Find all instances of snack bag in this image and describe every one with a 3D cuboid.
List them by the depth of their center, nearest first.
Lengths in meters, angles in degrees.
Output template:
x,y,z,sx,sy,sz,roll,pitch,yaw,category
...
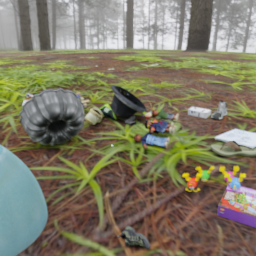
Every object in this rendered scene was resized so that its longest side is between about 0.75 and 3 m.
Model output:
x,y,z,sx,sy,sz,roll,pitch,yaw,category
4.810,0.444,11.677,1.641,0.186,1.740,-15,20,-37,snack bag

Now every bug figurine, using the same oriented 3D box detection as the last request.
x,y,z,sx,sy,sz,roll,pitch,yaw,category
2.619,1.541,8.424,1.779,0.458,1.380,-5,8,29,bug figurine

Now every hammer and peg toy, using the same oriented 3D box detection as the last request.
x,y,z,sx,sy,sz,roll,pitch,yaw,category
-3.139,-1.253,15.336,1.782,0.854,2.422,-5,22,-17,hammer and peg toy

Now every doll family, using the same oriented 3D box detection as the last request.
x,y,z,sx,sy,sz,roll,pitch,yaw,category
1.184,0.027,11.918,1.449,0.983,2.506,12,27,17,doll family

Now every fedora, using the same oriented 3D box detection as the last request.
x,y,z,sx,sy,sz,roll,pitch,yaw,category
-0.180,-1.141,14.217,2.410,1.100,2.410,33,16,-11,fedora

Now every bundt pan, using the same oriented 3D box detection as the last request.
x,y,z,sx,sy,sz,roll,pitch,yaw,category
-2.813,-0.249,10.868,2.557,2.557,0.960,-10,50,-25,bundt pan

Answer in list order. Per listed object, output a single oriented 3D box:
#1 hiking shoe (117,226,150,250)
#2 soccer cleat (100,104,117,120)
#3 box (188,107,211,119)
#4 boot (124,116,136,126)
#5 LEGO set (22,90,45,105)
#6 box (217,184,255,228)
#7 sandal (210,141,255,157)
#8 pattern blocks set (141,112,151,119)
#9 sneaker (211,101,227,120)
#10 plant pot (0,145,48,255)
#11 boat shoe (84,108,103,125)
x,y,z,sx,sy,sz,roll,pitch,yaw,category
0.140,2.572,6.325,0.404,0.304,0.802,-36,35,-31,hiking shoe
-1.040,-0.733,14.585,0.639,0.533,1.578,-31,32,-4,soccer cleat
3.791,-0.819,14.926,1.046,0.314,0.610,14,25,33,box
0.222,-0.327,13.821,0.518,0.275,0.787,22,39,35,boot
-5.615,-1.750,17.453,1.582,0.520,2.118,-3,32,-11,LEGO set
3.382,2.108,7.322,1.771,0.346,1.212,12,24,28,box
4.057,0.732,10.634,1.843,0.526,0.732,1,21,2,sandal
1.114,-0.689,14.922,0.922,0.075,0.811,-16,26,-35,pattern blocks set
4.775,-0.975,14.611,0.541,0.832,1.441,14,25,32,sneaker
-3.521,1.508,6.647,2.945,1.983,2.945,0,21,0,plant pot
-1.573,-0.679,13.587,0.728,0.628,1.997,35,13,1,boat shoe
